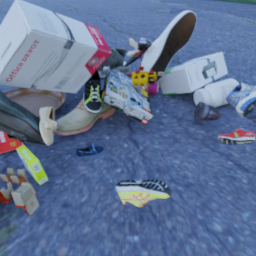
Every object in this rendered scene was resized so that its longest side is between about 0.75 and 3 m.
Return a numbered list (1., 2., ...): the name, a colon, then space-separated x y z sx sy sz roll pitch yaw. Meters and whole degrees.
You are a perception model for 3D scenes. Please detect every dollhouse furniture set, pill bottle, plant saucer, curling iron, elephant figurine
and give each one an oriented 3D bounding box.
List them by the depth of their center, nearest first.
1. dollhouse furniture set: -2.716 1.584 6.420 1.226 0.638 1.239 1 29 24
2. elephant figurine: -0.454 -2.324 9.463 1.401 0.991 1.087 4 37 -43
3. plant saucer: -3.669 -0.847 10.370 2.690 0.431 2.690 1 32 0
4. pill bottle: 3.335 -1.258 10.570 1.585 0.907 0.907 -16 35 -17
5. curling iron: 0.303 -2.907 11.046 0.531 0.274 2.141 12 -15 -19

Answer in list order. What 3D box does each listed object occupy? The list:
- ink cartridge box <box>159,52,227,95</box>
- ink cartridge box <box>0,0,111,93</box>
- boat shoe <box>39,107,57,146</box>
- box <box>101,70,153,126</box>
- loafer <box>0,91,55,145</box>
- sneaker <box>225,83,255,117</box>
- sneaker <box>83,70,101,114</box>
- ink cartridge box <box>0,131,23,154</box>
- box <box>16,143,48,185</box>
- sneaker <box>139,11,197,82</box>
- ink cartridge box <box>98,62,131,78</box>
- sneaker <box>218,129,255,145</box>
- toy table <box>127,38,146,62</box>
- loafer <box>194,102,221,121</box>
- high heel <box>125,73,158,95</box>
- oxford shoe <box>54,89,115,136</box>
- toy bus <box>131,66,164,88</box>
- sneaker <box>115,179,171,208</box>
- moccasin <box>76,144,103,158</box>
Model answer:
1. ink cartridge box: 2.614 -2.193 11.408 2.292 0.964 1.673 -27 16 -29
2. ink cartridge box: -2.123 -2.024 7.622 2.687 1.952 1.120 -1 58 -52
3. boat shoe: -2.138 -0.093 7.600 0.412 0.439 1.191 -17 62 4
4. box: -0.040 -1.140 9.511 1.634 0.476 2.387 28 25 -14
5. loafer: -3.109 -0.172 7.404 0.918 2.917 1.048 -43 57 -3
6. sneaker: 2.792 -0.808 6.525 0.654 0.592 1.536 40 40 25
7. sneaker: -1.128 -1.242 8.786 0.567 0.655 1.582 -3 72 -13
8. ink cartridge box: -4.288 0.229 8.228 1.968 0.493 1.584 -19 48 -20
9. box: -2.359 0.856 6.799 0.254 0.649 1.064 -32 38 -26
10. sneaker: 1.344 -3.232 10.705 1.066 2.929 1.240 28 14 -38
11. ink cartridge box: -1.017 -2.993 14.021 1.688 0.522 2.082 -13 22 -19
12. sneaker: 2.674 0.203 6.959 0.868 0.334 0.369 1 62 11
13. toy table: 0.391 -3.189 11.514 0.611 1.043 0.959 10 38 20
14. loafer: 2.606 -0.480 9.344 0.584 0.667 1.855 17 8 3
15. high heel: 0.541 -1.903 11.682 1.092 0.767 2.277 3 26 -13
16. oxford shoe: -1.470 -0.639 9.390 0.996 1.038 2.813 18 34 26
17. toy bus: 0.560 -1.561 9.166 0.888 0.486 0.941 18 -22 -29
18. sneaker: 0.322 1.348 5.633 1.175 0.531 0.459 -3 11 31
19. moccasin: -1.093 0.658 8.065 0.806 0.275 0.324 -15 34 -22
